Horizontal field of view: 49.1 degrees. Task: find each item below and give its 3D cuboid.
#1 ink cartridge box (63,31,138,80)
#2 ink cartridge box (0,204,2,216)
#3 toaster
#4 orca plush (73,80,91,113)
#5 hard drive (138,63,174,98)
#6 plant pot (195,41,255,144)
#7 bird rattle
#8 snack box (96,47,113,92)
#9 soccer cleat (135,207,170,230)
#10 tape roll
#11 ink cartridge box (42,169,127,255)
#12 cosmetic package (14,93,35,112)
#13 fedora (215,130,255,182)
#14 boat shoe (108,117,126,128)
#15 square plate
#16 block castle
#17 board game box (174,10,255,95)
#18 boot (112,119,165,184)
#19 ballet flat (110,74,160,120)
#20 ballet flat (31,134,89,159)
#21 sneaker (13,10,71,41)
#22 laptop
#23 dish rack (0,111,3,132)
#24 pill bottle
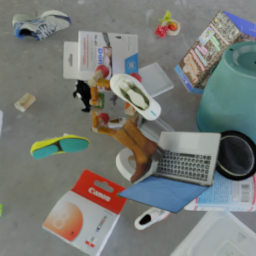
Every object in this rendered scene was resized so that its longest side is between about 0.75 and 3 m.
[{"bbox_3d":[-1.053,-2.685,10.625,2.763,0.937,1.603,0,80,-10],"label":"ink cartridge box"},{"bbox_3d":[-4.538,2.504,8.794,0.753,1.019,0.386,-8,58,-5],"label":"ink cartridge box"},{"bbox_3d":[0.948,0.232,9.709,1.110,1.718,0.976,38,74,14],"label":"toaster"},{"bbox_3d":[-1.882,-1.437,11.548,0.898,0.607,1.708,-3,58,-2],"label":"orca plush"},{"bbox_3d":[0.662,-1.826,11.574,2.066,0.276,1.363,-26,69,-18],"label":"hard drive"},{"bbox_3d":[3.856,-1.114,9.159,2.993,2.812,2.993,-3,47,4],"label":"plant pot"},{"bbox_3d":[2.007,-5.014,13.805,1.160,0.801,1.423,17,61,-9],"label":"bird rattle"},{"bbox_3d":[-0.844,-2.082,9.978,0.566,0.192,1.575,-3,94,-12],"label":"snack box"},{"bbox_3d":[0.837,2.753,8.855,1.402,0.597,0.481,-27,68,-13],"label":"soccer cleat"},{"bbox_3d":[0.279,1.284,9.533,1.480,0.270,1.480,23,32,-15],"label":"tape roll"},{"bbox_3d":[-1.241,2.594,9.007,1.937,0.599,2.388,23,63,14],"label":"ink cartridge box"},{"bbox_3d":[-4.236,-1.056,11.507,0.401,0.271,0.763,26,61,16],"label":"cosmetic package"},{"bbox_3d":[3.020,0.764,7.880,1.508,0.689,1.508,-1,83,12],"label":"fedora"},{"bbox_3d":[-0.299,-0.257,10.921,0.978,0.341,0.347,-7,57,-10],"label":"boat shoe"},{"bbox_3d":[2.962,3.802,8.297,2.503,0.356,2.479,39,64,25],"label":"square plate"},{"bbox_3d":[-0.413,-0.867,9.958,1.698,2.541,1.192,16,43,14],"label":"block castle"},{"bbox_3d":[3.542,-2.628,10.540,2.189,2.746,1.330,1,51,-35],"label":"board game box"},{"bbox_3d":[0.099,0.721,8.374,1.523,0.522,1.434,41,108,9],"label":"boot"},{"bbox_3d":[0.098,-1.031,8.060,0.735,0.735,2.118,-33,58,-19],"label":"ballet flat"},{"bbox_3d":[-2.217,0.504,9.115,1.908,0.637,0.639,-13,38,-1],"label":"ballet flat"},{"bbox_3d":[-4.150,-4.795,13.565,2.887,1.112,1.230,-5,67,6],"label":"sneaker"},{"bbox_3d":[1.084,1.009,7.546,2.100,1.300,2.243,2,74,48],"label":"laptop"},{"bbox_3d":[-5.687,-0.067,10.838,1.430,0.363,1.667,-7,57,-4],"label":"dish rack"},{"bbox_3d":[2.491,1.806,8.856,2.879,1.566,1.566,1,58,1],"label":"pill bottle"}]
